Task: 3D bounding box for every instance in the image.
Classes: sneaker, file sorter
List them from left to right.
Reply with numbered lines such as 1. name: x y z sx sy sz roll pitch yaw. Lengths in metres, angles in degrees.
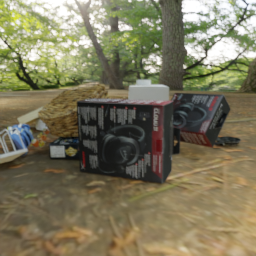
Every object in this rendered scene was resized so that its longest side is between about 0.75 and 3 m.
1. file sorter: -3.723 0.571 7.806 0.904 0.811 1.302 -27 -6 33
2. sneaker: -3.545 0.330 9.381 0.725 0.652 1.764 -19 34 -20

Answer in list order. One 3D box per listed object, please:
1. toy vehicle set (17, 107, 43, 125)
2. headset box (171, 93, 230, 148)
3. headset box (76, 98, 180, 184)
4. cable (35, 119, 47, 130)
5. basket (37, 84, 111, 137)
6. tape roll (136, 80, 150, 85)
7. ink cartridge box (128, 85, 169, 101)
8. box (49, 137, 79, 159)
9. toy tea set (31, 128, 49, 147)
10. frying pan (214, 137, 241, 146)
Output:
1. toy vehicle set: -4.004 -0.794 13.612 2.500 0.331 1.553 -27 4 -13
2. headset box: 2.367 -0.329 9.865 2.238 1.665 0.864 10 -29 46
3. headset box: 0.041 0.254 7.262 2.604 1.938 1.006 3 13 21
4. cable: -3.724 -0.222 13.592 1.493 0.517 1.493 -6 11 -22
5. basket: -1.676 -0.168 9.806 2.607 1.942 1.860 1 41 44
6. tape roll: 0.896 -2.632 16.195 0.813 0.284 0.813 0 10 0
7. ink cartridge box: 1.023 -1.289 15.248 1.997 2.032 2.760 0 10 0
8. box: -1.448 0.514 9.604 1.805 0.522 2.271 -1 10 5
9. toy tea set: -2.902 0.306 9.215 0.458 0.285 0.770 -12 43 23
10. frying pan: 3.672 0.547 10.352 0.929 0.250 1.536 3 13 21
